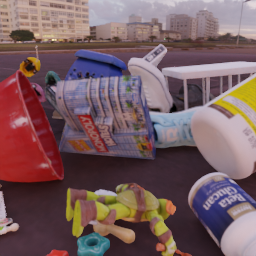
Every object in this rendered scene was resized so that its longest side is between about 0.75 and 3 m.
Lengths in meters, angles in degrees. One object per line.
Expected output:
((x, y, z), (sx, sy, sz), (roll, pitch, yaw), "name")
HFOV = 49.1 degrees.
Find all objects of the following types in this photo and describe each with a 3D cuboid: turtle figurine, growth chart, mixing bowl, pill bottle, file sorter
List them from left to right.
((-2.568, 1.380, 4.524), (1.241, 0.152, 1.715), (-12, 21, -29), "growth chart")
((-2.244, 0.160, 5.490), (1.233, 2.276, 2.276), (-21, 22, -7), "mixing bowl")
((0.046, 1.158, 3.881), (1.635, 0.653, 2.027), (7, 17, -25), "turtle figurine")
((2.777, -1.084, 8.950), (2.889, 1.799, 2.005), (-6, 15, -8), "file sorter")
((1.453, 1.271, 3.753), (0.764, 0.764, 1.375), (-5, 25, -16), "pill bottle")
((2.720, -0.313, 5.456), (2.768, 1.512, 1.512), (-31, 27, -12), "pill bottle")

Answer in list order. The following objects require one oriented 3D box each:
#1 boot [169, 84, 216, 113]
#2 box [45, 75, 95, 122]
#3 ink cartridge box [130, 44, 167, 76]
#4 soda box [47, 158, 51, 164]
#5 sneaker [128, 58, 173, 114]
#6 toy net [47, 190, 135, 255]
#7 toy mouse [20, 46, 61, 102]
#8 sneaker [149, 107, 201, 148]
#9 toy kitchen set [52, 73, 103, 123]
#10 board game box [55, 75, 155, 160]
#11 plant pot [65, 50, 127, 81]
((2.092, -1.189, 11.183), (2.086, 0.830, 2.397), (-7, 22, -22), "boot")
((-1.204, -0.671, 8.413), (1.698, 0.491, 2.136), (-24, 57, -37), "box")
((0.473, -2.148, 11.144), (0.442, 2.018, 2.037), (43, 53, 2), "ink cartridge box")
((-1.686, 0.708, 5.316), (0.295, 0.312, 0.921), (-3, -18, -7), "soda box")
((0.662, -1.040, 8.265), (0.884, 0.857, 2.421), (12, -23, 39), "sneaker")
((-0.469, 1.548, 3.640), (1.184, 0.436, 2.257), (-5, 17, -5), "toy net")
((-3.256, -1.663, 10.878), (2.489, 2.212, 0.482), (-30, 17, 37), "toy mouse")
((1.213, 0.126, 7.055), (2.835, 1.048, 1.161), (-5, 18, 25), "sneaker")
((-1.849, -1.221, 9.779), (1.558, 1.723, 1.910), (4, 24, 16), "toy kitchen set")
((-0.656, -0.070, 6.132), (2.246, 2.247, 0.693), (-4, 56, 12), "board game box")
((-1.107, -1.903, 10.366), (1.783, 1.604, 1.784), (17, 7, 17), "plant pot")
